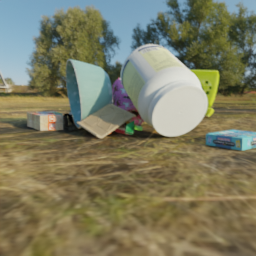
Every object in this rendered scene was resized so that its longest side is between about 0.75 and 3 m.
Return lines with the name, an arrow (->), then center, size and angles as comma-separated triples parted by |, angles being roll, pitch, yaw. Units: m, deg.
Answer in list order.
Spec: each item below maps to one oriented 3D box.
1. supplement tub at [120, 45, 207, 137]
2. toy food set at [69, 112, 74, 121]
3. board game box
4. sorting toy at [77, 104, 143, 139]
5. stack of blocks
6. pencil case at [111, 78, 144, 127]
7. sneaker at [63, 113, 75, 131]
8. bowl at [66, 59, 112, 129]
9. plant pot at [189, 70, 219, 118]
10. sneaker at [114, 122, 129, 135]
supplement tub -> 1.074, -1.262, 9.111 | 2.080, 2.080, 2.869 | -2, 36, -20
toy food set -> -2.216, -0.824, 13.471 | 0.803, 1.681, 0.757 | -4, -38, 39
board game box -> 2.878, 0.304, 7.412 | 1.353, 0.317, 1.021 | -6, 9, -40
sorting toy -> -0.519, -0.110, 8.995 | 1.549, 0.308, 2.096 | -31, 36, -26
stack of blocks -> -3.257, -0.303, 11.317 | 1.160, 0.590, 2.015 | -4, 8, -32
pencil case -> -0.002, -1.072, 11.197 | 1.118, 1.070, 2.585 | 34, 23, -31
sneaker -> -2.195, -0.274, 10.375 | 0.368, 0.640, 1.226 | -19, 18, -17
bowl -> -1.451, -1.345, 10.662 | 1.350, 2.582, 2.582 | -10, 10, -19
plant pot -> 3.646, -1.836, 15.707 | 2.602, 2.373, 2.615 | 4, 2, 18
sneaker -> -0.227, -0.042, 9.532 | 0.861, 0.318, 0.377 | 15, 59, 36
